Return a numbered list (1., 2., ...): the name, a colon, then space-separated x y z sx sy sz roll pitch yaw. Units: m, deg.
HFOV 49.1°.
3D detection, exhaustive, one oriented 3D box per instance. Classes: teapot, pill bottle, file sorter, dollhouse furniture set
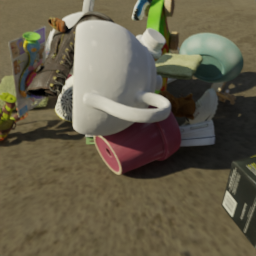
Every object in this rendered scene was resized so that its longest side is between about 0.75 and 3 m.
1. teapot: -0.184 -0.956 5.837 1.853 2.504 2.537 3 72 -9
2. pill bottle: 0.361 -2.034 8.126 0.882 1.614 0.882 22 42 -22
3. teapot: -1.327 -2.791 8.760 2.270 2.240 1.658 -12 59 33
4. file sorter: 0.909 -2.583 11.584 2.184 1.360 1.516 -29 43 -35
5. dollhouse furniture set: 3.424 -1.275 9.719 0.676 0.577 1.303 31 5 33

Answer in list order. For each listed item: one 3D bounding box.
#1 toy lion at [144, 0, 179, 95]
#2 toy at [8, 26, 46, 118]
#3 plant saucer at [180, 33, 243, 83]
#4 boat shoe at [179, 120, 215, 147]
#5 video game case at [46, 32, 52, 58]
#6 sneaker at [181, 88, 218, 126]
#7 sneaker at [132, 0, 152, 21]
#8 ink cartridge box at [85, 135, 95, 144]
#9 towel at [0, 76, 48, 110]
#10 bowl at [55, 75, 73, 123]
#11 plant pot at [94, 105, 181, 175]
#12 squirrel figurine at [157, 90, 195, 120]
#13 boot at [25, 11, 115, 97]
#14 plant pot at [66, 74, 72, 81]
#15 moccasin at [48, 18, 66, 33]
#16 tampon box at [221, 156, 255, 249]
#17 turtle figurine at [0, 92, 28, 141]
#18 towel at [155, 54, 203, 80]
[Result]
1. toy lion: 1.078 -2.614 9.776 0.998 2.907 2.786 5 69 16
2. toy: -2.576 -1.469 7.916 0.568 2.404 1.384 22 42 15
3. plant saucer: 2.149 -1.722 7.507 1.732 1.732 0.333 18 62 24
4. boat shoe: 1.180 0.120 7.515 2.230 0.729 0.820 -3 4 -2
5. video game case: -2.475 -2.679 9.140 0.077 0.852 0.610 29 16 12
6. sneaker: 2.078 -0.460 8.177 0.644 1.599 0.611 7 41 -9
7. sneaker: 0.413 -3.878 8.814 0.418 1.116 0.484 30 2 -21
8. ink cartridge box: -1.044 0.090 8.105 0.390 0.750 0.223 -2 -7 -4
9. towel: -3.936 -1.395 10.608 1.916 0.471 2.583 -6 33 -11
10. bowl: -1.313 -1.327 9.828 2.608 1.224 2.608 0 34 0
11. plant pot: 0.123 0.249 7.086 1.650 1.843 1.843 -32 44 -22
12. squirrel figurine: 1.090 -0.514 7.782 1.486 1.127 1.592 1 6 18
13. boot: -1.383 -1.583 6.633 2.277 0.788 1.982 -5 59 40
14. plant pot: -2.492 -1.982 10.917 1.157 1.157 1.036 18 61 24
15. moccasin: -1.720 -2.499 6.751 0.319 0.303 0.827 -11 40 -30
16. tampon box: 3.124 1.331 5.696 1.860 1.394 1.174 -11 35 -15
17. turtle figurine: -3.649 -0.104 7.908 0.690 1.729 2.144 46 53 11
18. towel: 1.187 -1.573 7.092 1.208 0.220 0.897 14 54 32
